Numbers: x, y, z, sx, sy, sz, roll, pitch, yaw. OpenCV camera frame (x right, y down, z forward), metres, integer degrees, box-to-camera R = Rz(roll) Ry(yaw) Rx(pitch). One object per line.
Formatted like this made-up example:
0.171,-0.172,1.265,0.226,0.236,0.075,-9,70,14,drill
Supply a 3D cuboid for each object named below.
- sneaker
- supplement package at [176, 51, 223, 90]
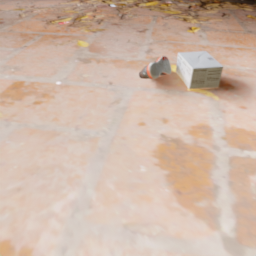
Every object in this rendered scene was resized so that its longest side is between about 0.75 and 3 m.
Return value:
1.289,-2.876,13.599,0.984,0.926,2.404,-10,10,37,sneaker
3.301,-2.752,13.229,1.485,1.057,1.906,-5,37,-10,supplement package
